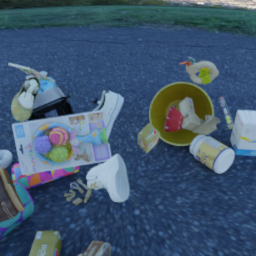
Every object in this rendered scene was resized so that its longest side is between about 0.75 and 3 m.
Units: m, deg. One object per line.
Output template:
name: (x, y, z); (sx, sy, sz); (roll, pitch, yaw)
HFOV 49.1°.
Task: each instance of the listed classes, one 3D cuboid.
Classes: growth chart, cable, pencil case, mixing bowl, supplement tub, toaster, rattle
growth chart: (-3.891, -2.226, 11.321); (1.170, 0.143, 1.616); (15, -4, 27)
cable: (-5.306, 1.324, 11.547); (1.018, 0.352, 1.018); (22, 38, 32)
pencil case: (-3.102, 1.516, 10.605); (2.479, 1.096, 1.096); (-19, 37, -27)
mixing bowl: (1.417, -0.209, 8.482); (0.437, 0.806, 0.806); (14, 35, 16)
supplement tub: (3.364, 1.020, 11.333); (1.091, 1.091, 1.501); (-21, 38, -29)
toaster: (-2.925, -0.486, 10.763); (1.888, 1.707, 1.120); (-26, 43, -14)
rattle: (2.701, -2.521, 10.959); (1.651, 1.075, 1.180); (23, 64, -19)
pencil case: (-4.315, 2.858, 8.382); (1.297, 1.195, 2.807); (37, 45, 22)

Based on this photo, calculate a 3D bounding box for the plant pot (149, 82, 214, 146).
plant pot: (2.405, -0.647, 12.916); (2.732, 2.732, 1.939); (5, 5, 8)

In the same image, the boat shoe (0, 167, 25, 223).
boat shoe: (-3.317, 1.683, 7.213); (0.796, 0.797, 2.264); (-32, 23, -19)

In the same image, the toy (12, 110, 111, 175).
toy: (-2.101, 0.501, 8.920); (2.968, 1.709, 0.701); (-10, 6, -7)

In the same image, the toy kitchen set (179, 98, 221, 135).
toy kitchen set: (2.897, -0.557, 10.968); (1.317, 1.074, 1.188); (13, 57, -27)

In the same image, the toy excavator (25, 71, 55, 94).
toy excavator: (-4.895, -1.859, 15.828); (2.648, 1.322, 2.574); (34, 46, 28)

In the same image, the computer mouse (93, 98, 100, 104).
computer mouse: (-1.556, -1.486, 16.039); (0.943, 0.207, 0.517); (15, 35, 22)

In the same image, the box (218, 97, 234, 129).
box: (3.538, -0.539, 10.103); (0.188, 0.596, 1.082); (-19, 65, 20)

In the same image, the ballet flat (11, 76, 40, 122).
ballet flat: (-2.742, -0.867, 7.625); (0.576, 0.576, 1.629); (-1, 43, -1)

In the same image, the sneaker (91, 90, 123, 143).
sneaker: (-1.013, -0.196, 9.793); (0.833, 2.352, 0.859); (25, -7, -23)

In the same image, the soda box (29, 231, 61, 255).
soda box: (-2.312, 3.791, 7.385); (0.658, 0.696, 2.055); (0, 32, 1)

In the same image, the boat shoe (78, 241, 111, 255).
boat shoe: (-1.171, 3.766, 7.526); (0.660, 0.696, 1.839); (13, 26, 26)

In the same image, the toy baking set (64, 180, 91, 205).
toy baking set: (-1.791, 2.303, 10.212); (0.938, 0.142, 1.222); (9, 34, 13)

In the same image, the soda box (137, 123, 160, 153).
soda box: (0.480, 0.275, 6.797); (0.388, 1.146, 0.367); (-43, 78, -9)

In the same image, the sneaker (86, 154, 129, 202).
sneaker: (-0.564, 1.436, 7.145); (1.025, 0.653, 1.774); (-29, 20, 9)

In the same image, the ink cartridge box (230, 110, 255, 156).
ink cartridge box: (5.255, 0.223, 12.075); (1.166, 1.612, 1.187); (3, 33, 5)
